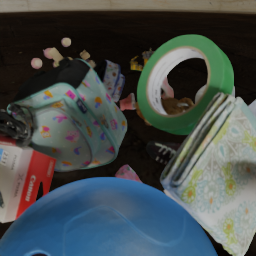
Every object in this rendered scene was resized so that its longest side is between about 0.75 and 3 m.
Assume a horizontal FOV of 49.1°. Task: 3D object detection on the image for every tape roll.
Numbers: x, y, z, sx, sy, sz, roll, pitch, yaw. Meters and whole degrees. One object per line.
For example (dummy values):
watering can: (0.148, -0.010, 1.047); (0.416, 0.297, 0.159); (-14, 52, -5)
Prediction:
tape roll: (0.983, -0.788, 5.175); (0.434, 1.807, 1.807); (17, 9, -47)

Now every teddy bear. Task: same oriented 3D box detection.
teddy bear: (1.304, -0.456, 8.637); (2.247, 0.750, 1.629); (-13, 38, -36)

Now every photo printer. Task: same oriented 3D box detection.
photo printer: (2.365, -0.497, 7.629); (1.291, 1.551, 0.539); (-20, 28, -35)

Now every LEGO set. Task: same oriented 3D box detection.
LEGO set: (0.997, -3.474, 13.813); (1.830, 1.060, 1.407); (-21, 34, -34)

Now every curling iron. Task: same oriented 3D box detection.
curling iron: (-2.886, -0.067, 5.082); (2.892, 0.717, 0.370); (2, -6, 21)

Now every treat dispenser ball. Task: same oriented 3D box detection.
treat dispenser ball: (-0.221, 1.642, 2.741); (2.301, 2.301, 2.301); (0, 28, 0)

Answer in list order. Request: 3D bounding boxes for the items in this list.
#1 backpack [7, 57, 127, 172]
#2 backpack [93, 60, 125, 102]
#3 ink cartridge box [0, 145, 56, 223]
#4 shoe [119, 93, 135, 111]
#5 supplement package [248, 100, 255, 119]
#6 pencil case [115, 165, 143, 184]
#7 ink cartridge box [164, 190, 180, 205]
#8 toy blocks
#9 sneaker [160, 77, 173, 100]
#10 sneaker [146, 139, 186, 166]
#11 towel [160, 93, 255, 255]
backpack: (-1.168, -0.042, 5.919); (1.960, 2.230, 1.710); (-17, 43, 29)
backpack: (-0.740, -1.652, 9.987); (1.149, 1.421, 1.492); (7, 24, -23)
ink cartridge box: (-1.959, 1.016, 4.987); (1.204, 1.366, 0.305); (16, 2, 29)
shoe: (-0.035, -0.904, 9.625); (0.515, 0.405, 1.133); (-6, 23, 1)
supplement package: (3.797, -0.193, 6.336); (1.330, 1.869, 2.399); (43, 36, 2)
pencil case: (0.107, 1.068, 5.268); (0.345, 0.789, 0.345); (-37, 9, 6)
ink cartridge box: (1.443, 1.023, 5.298); (1.276, 0.534, 0.921); (-29, -3, -36)
toy blocks: (-2.466, -2.381, 10.607); (1.796, 1.679, 1.512); (-43, 24, -10)
sneaker: (1.140, -1.164, 9.227); (0.510, 1.355, 0.708); (-2, 57, 22)
sneaker: (1.121, 0.482, 6.462); (1.389, 0.525, 0.802); (25, 49, -4)
towel: (1.564, 0.730, 4.327); (1.770, 2.067, 0.498); (-52, 26, -17)
